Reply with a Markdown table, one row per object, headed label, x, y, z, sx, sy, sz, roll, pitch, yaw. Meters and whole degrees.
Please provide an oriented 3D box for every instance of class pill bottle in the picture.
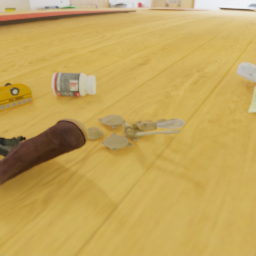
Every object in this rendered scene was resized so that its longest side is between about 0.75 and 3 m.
| label | x | y | z | sx | sy | sz | roll | pitch | yaw |
| --- | --- | --- | --- | --- | --- | --- | --- | --- | --- |
| pill bottle | -2.601 | -2.096 | 13.587 | 1.939 | 1.123 | 1.123 | 2 | 30 | 3 |

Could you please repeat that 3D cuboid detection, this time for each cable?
| label | x | y | z | sx | sy | sz | roll | pitch | yaw |
| --- | --- | --- | --- | --- | --- | --- | --- | --- | --- |
| cable | 6.669 | -2.759 | 14.511 | 2.034 | 0.704 | 2.034 | 29 | 16 | 24 |

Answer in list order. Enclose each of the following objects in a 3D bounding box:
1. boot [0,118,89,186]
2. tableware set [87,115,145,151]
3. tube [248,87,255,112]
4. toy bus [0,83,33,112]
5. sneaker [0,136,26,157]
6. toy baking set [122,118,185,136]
| label | x | y | z | sx | sy | sz | roll | pitch | yaw |
| --- | --- | --- | --- | --- | --- | --- | --- | --- | --- |
| boot | -2.607 | 0.845 | 7.806 | 2.869 | 1.038 | 2.386 | -14 | 23 | 42 |
| tableware set | -0.528 | 0.152 | 10.510 | 2.334 | 0.271 | 1.950 | 25 | 37 | 36 |
| tube | 6.022 | -1.259 | 12.764 | 0.621 | 0.694 | 2.390 | 41 | 39 | -3 |
| toy bus | -5.565 | -1.319 | 12.374 | 2.460 | 0.963 | 0.801 | -24 | 39 | -36 |
| sneaker | -4.038 | 0.546 | 9.515 | 1.493 | 0.571 | 0.855 | 19 | 34 | 25 |
| toy baking set | 0.799 | -0.107 | 9.556 | 2.034 | 0.308 | 2.650 | -11 | 10 | 0 |
